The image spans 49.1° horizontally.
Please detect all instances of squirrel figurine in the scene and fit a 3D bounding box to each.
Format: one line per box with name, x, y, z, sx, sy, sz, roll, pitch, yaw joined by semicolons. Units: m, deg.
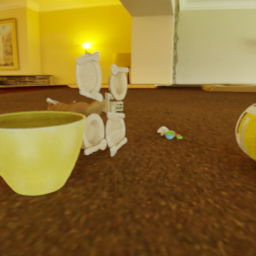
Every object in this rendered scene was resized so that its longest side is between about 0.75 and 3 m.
squirrel figurine;-2.031;-0.212;8.596;2.015;1.528;2.159;25;36;36

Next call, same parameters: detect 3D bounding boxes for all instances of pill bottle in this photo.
pill bottle;3.626;0.342;6.151;1.588;1.588;2.907;0;12;1

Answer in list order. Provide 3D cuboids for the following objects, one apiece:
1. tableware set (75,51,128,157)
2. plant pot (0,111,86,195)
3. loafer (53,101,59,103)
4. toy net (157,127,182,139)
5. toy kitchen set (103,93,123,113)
tableware set;-0.590;-0.573;7.451;0.326;2.810;2.348;2;6;27
plant pot;-1.854;0.506;5.741;2.016;1.431;2.016;-1;12;0
loafer;-2.432;-0.470;11.052;1.958;0.669;0.741;28;-3;21
toy net;1.484;0.146;10.269;0.653;0.240;1.244;-3;15;-14
toy kitchen set;-0.689;-1.428;15.897;1.212;1.096;1.343;-6;13;-26
